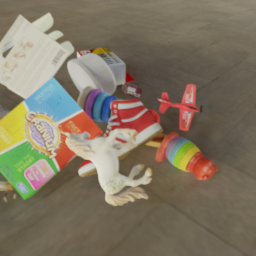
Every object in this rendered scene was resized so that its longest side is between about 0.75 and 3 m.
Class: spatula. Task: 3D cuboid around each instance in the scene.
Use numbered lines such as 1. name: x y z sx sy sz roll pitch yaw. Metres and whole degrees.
1. spatula: -3.832 -3.248 11.671 2.689 1.870 0.216 -36 19 -7

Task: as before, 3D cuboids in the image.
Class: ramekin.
1. ramekin: -1.479 -2.100 11.901 1.064 2.284 2.284 -39 49 -20

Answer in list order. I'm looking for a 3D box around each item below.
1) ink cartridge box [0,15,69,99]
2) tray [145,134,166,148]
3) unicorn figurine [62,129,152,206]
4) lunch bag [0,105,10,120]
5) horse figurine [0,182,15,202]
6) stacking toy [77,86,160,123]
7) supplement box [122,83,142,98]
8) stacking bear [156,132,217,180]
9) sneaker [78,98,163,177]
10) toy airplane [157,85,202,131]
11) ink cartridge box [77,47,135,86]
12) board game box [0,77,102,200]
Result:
1. ink cartridge box: -3.011 -1.992 8.320 1.960 1.727 0.438 -53 33 2
2. tray: 0.722 0.377 10.325 1.270 0.235 0.627 13 33 7
3. unicorn figurine: -0.504 0.730 6.963 1.723 0.927 2.509 -18 68 -13
4. lunch bag: -4.942 -0.136 9.635 1.195 1.879 1.593 -36 35 17
5. horse figurine: -3.806 1.825 8.305 1.193 0.298 0.791 3 39 -21
6. stacking toy: -0.286 -0.583 9.912 2.912 1.243 1.243 15 39 14
7. supplement box: 0.124 -1.312 9.773 0.535 0.300 0.984 14 13 -12
8. stacking bear: 1.963 1.011 9.105 1.106 1.036 1.822 -30 51 -34
9. sneaker: -0.548 0.215 8.838 2.928 1.043 1.646 -32 80 -3
10. toy airplane: 1.714 -0.710 9.382 1.634 1.634 0.300 -7 -7 -9
11. ink cartridge box: -1.172 -3.234 14.689 2.347 1.121 2.674 -15 38 -20
12. board game box: -2.542 0.272 8.202 2.875 0.580 2.200 -43 87 -6
